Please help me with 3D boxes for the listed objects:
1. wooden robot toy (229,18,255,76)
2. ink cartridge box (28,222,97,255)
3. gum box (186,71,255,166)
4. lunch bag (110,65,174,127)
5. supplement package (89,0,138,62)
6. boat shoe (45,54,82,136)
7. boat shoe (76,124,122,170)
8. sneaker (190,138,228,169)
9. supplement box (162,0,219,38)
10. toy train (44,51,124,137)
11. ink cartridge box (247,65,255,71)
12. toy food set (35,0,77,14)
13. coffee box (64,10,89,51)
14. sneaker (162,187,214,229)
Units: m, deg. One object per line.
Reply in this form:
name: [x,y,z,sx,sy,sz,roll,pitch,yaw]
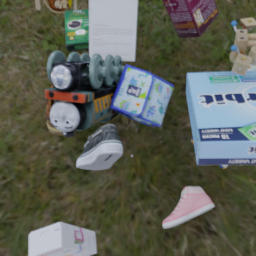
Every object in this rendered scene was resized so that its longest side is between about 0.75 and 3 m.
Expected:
wooden robot toy: [2.634,-1.680,6.303,0.797,0.821,1.810,10,53,10]
ink cartridge box: [-1.061,1.904,4.601,0.672,0.930,0.393,-25,52,18]
gum box: [2.544,-0.363,5.985,2.377,0.623,2.798,0,37,7]
lunch bag: [0.307,-0.755,6.808,1.330,0.848,1.131,23,83,-26]
supplement package: [-0.481,-3.192,8.270,1.357,1.362,2.322,1,107,-7]
boat shoe: [-1.596,-1.180,7.808,1.045,0.980,2.902,4,52,4]
boat shoe: [-0.503,0.387,5.063,0.585,1.622,0.575,10,67,-26]
sneaker: [2.143,0.518,7.161,1.212,0.456,0.534,35,95,-14]
supplement box: [1.747,-3.903,8.312,0.903,2.108,1.163,19,64,48]
toy train: [-0.869,-0.845,6.443,1.270,2.981,1.699,6,105,12]
ink cartridge box: [3.798,-1.774,8.011,0.866,1.076,0.269,17,23,-14]
toy food set: [-1.966,-3.688,7.833,1.306,0.901,0.262,-17,24,-36]
coffee box: [-1.974,-4.009,11.408,1.161,0.415,1.888,-8,63,-4]
sneaker: [1.583,2.234,8.077,1.647,0.620,0.861,-20,66,-16]
